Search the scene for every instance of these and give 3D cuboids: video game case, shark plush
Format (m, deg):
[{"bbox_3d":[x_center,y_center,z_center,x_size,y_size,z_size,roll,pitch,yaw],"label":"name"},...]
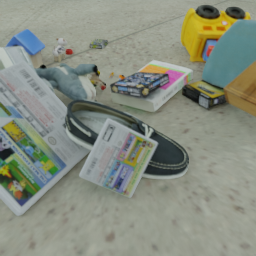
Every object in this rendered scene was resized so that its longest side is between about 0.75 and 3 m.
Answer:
[{"bbox_3d":[-2.318,0.040,6.069,2.713,0.298,2.473,49,46,-3],"label":"video game case"},{"bbox_3d":[-0.177,0.615,5.537,1.139,1.252,0.138,26,1,-14],"label":"video game case"},{"bbox_3d":[-2.039,-1.465,8.075,2.778,1.262,1.157,30,38,15],"label":"shark plush"}]

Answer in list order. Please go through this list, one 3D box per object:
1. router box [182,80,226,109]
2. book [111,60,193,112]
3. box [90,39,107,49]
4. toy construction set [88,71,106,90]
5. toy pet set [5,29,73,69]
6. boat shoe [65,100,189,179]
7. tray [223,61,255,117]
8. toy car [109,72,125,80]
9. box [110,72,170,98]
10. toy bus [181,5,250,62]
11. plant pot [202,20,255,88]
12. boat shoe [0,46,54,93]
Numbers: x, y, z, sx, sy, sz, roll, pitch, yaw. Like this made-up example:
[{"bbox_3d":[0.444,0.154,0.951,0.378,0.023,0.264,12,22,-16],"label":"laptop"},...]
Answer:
[{"bbox_3d":[2.470,-1.099,8.798,0.980,0.326,1.247,-18,34,-22],"label":"router box"},{"bbox_3d":[0.818,-1.381,8.930,1.585,0.570,2.373,18,42,35],"label":"book"},{"bbox_3d":[-1.335,-3.838,12.776,0.601,0.166,0.750,9,37,13],"label":"box"},{"bbox_3d":[-1.244,-1.449,8.923,0.843,0.777,1.011,3,41,28],"label":"toy construction set"},{"bbox_3d":[-3.857,-3.381,11.164,2.526,1.342,2.359,9,37,13],"label":"toy pet set"},{"bbox_3d":[-0.013,0.247,6.112,2.960,0.893,1.119,17,57,2],"label":"boat shoe"},{"bbox_3d":[3.580,-1.316,6.087,2.735,0.506,1.349,-41,43,-7],"label":"tray"},{"bbox_3d":[-0.314,-1.717,9.940,0.875,0.429,0.291,25,85,54],"label":"toy car"},{"bbox_3d":[0.332,-1.267,8.021,1.233,0.306,1.224,14,37,43],"label":"box"},{"bbox_3d":[3.650,-3.449,11.107,2.657,1.803,2.551,0,49,-5],"label":"toy bus"},{"bbox_3d":[3.901,-2.333,8.763,2.823,1.901,2.823,3,23,-1],"label":"plant pot"},{"bbox_3d":[-2.466,-1.013,7.331,0.964,0.945,2.708,-30,86,-33],"label":"boat shoe"}]
